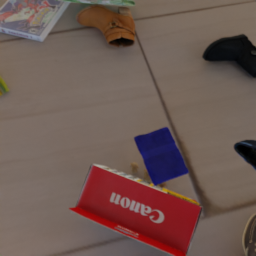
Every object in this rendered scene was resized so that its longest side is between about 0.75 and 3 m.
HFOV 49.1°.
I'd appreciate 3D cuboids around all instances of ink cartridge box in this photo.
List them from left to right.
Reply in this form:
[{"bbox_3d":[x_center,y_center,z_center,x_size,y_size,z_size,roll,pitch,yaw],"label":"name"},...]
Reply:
[{"bbox_3d":[0.257,1.737,6.293,2.529,2.220,1.060,19,83,10],"label":"ink cartridge box"}]

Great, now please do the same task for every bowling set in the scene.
[{"bbox_3d":[0.695,1.099,7.726,1.174,0.630,0.817,29,63,16],"label":"bowling set"}]

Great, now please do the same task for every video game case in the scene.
[{"bbox_3d":[-4.010,-4.719,11.455,2.416,0.305,2.651,15,60,9],"label":"video game case"}]

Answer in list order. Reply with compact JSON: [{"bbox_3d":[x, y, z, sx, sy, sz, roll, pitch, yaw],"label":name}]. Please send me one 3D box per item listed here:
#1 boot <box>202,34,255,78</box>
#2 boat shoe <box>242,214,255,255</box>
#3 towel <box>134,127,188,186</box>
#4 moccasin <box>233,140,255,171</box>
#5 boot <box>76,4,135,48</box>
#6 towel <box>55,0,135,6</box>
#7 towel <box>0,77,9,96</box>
[{"bbox_3d":[3.893,-2.414,9.757,2.059,0.786,1.730,-21,57,-19],"label":"boot"},{"bbox_3d":[3.137,3.083,6.439,0.884,0.763,2.434,17,60,10],"label":"boat shoe"},{"bbox_3d":[0.551,0.475,4.769,0.675,0.226,0.914,-16,66,-15],"label":"towel"},{"bbox_3d":[2.869,0.848,5.583,0.663,0.783,1.945,4,17,-25],"label":"moccasin"},{"bbox_3d":[-0.840,-3.764,10.674,2.251,0.863,1.748,-2,62,-10],"label":"boot"},{"bbox_3d":[-1.244,-5.023,10.972,2.743,0.321,2.092,8,22,9],"label":"towel"},{"bbox_3d":[-5.248,-1.001,9.249,2.422,0.219,1.042,-34,64,-18],"label":"towel"}]
